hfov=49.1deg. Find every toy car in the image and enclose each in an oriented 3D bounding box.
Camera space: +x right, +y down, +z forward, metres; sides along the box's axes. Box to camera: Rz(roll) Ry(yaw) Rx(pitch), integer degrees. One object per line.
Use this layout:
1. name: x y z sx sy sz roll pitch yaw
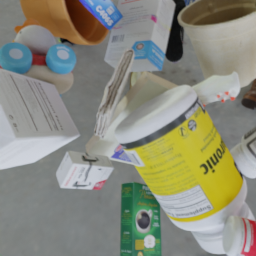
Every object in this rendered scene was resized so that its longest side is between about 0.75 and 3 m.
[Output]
1. toy car: -2.716 -2.023 7.709 2.065 2.152 2.334 -7 68 -28

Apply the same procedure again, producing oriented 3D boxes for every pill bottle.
1. pill bottle: 3.005 0.297 5.834 0.939 1.650 0.939 23 40 -21
2. pill bottle: 1.125 0.806 5.101 1.584 1.584 2.846 -39 103 -25
3. pill bottle: 2.061 1.756 4.286 1.079 0.606 0.606 12 54 5

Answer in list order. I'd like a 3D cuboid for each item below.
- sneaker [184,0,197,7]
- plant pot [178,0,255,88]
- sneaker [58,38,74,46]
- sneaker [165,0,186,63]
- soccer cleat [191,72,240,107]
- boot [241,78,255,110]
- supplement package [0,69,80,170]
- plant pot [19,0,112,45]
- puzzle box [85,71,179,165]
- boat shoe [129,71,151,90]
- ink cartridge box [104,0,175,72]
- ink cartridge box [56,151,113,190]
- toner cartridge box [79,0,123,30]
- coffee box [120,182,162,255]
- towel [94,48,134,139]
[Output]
1. sneaker: 2.084 -4.252 9.287 0.857 2.225 0.842 -14 92 -30
2. plant pot: 2.831 -2.406 7.999 2.407 2.203 2.407 -14 37 11
3. sneaker: -2.294 -3.867 12.326 1.557 0.558 0.645 7 78 6
4. sneaker: 1.509 -3.206 9.303 0.784 2.071 0.907 5 10 12
5. soccer cleat: 1.466 -0.695 5.321 1.335 0.463 0.518 -8 57 44
6. boot: 5.346 -1.223 10.204 1.920 0.662 2.060 31 54 19
7. supplement package: -2.538 -0.107 6.128 1.598 2.636 1.579 -30 83 12
8. plant pot: -2.064 -4.187 9.175 2.052 2.932 2.932 5 51 26
9. puzzle box: 0.314 -0.047 6.451 1.661 2.497 0.317 17 40 -34
10. boat shoe: 0.508 -2.179 10.797 0.785 0.875 2.364 6 63 0
11. ink cartridge box: 0.412 -3.086 8.306 1.549 0.913 2.691 7 81 36
12. ink cartridge box: -0.919 0.924 5.940 0.979 0.718 0.406 12 31 -36
13. toner cartridge box: -1.054 -3.575 7.550 0.516 1.136 2.391 -43 44 8
14. coffee box: 0.248 1.811 5.238 0.328 0.918 1.493 -15 66 37
15. towel: -0.269 -0.621 5.162 0.263 1.012 1.527 21 59 -1
